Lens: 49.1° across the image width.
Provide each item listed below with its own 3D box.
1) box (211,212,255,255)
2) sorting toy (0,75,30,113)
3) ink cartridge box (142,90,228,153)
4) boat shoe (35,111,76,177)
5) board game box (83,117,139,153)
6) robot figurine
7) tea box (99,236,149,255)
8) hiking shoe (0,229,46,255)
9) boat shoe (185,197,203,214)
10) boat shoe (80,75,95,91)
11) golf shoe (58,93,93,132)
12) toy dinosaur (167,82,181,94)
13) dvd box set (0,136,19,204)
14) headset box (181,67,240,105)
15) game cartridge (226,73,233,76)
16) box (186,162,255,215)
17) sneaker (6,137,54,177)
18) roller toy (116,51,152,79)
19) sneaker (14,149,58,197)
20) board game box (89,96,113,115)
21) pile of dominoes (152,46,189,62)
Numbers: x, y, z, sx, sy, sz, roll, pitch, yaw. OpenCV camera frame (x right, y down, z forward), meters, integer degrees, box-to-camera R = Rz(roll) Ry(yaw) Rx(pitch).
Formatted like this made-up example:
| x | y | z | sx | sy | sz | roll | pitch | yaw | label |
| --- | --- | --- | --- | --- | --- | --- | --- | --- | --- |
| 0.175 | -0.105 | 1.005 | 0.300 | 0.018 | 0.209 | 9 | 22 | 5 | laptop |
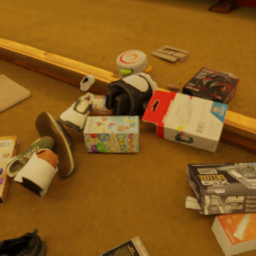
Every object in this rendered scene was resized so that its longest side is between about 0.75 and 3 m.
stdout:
| x | y | z | sx | sy | sz | roll | pitch | yaw | label |
| --- | --- | --- | --- | --- | --- | --- | --- | --- | --- |
| 3.342 | 2.986 | 8.123 | 1.467 | 0.715 | 0.913 | -10 | 42 | -11 | box |
| -6.278 | -1.599 | 13.596 | 2.314 | 0.422 | 2.142 | 32 | 50 | 25 | sorting toy |
| 2.262 | -0.341 | 11.330 | 2.999 | 1.009 | 1.743 | 16 | 62 | 17 | ink cartridge box |
| -2.575 | 0.553 | 10.636 | 0.958 | 1.082 | 2.956 | 17 | 36 | -53 | boat shoe |
| -0.597 | 0.257 | 10.796 | 1.986 | 1.023 | 1.041 | 0 | 40 | 4 | board game box |
| 0.171 | -1.496 | 12.408 | 2.585 | 1.613 | 1.942 | -30 | 91 | -39 | robot figurine |
| -0.076 | 3.915 | 6.755 | 1.673 | 1.136 | 1.700 | -19 | 45 | -20 | tea box |
| -3.428 | 3.456 | 7.173 | 2.527 | 1.272 | 0.957 | -29 | 49 | -29 | hiking shoe |
| 2.360 | 2.544 | 8.850 | 1.167 | 0.429 | 0.390 | 16 | 66 | 6 | boat shoe |
| -2.120 | -2.442 | 14.440 | 0.494 | 0.470 | 1.371 | 15 | 44 | 16 | boat shoe |
| -2.004 | -0.697 | 11.175 | 1.020 | 1.164 | 2.642 | 29 | 17 | -9 | golf shoe |
| 2.285 | -1.996 | 14.029 | 0.923 | 0.396 | 0.626 | 13 | 49 | 22 | toy dinosaur |
| -5.262 | 1.486 | 10.043 | 2.120 | 0.426 | 2.897 | -5 | 42 | -6 | dvd box set |
| 3.973 | -1.859 | 13.390 | 1.938 | 0.978 | 2.607 | 25 | 47 | 26 | headset box |
| 5.184 | -2.743 | 15.015 | 0.938 | 0.192 | 0.625 | 4 | 38 | 5 | game cartridge |
| 3.403 | 1.827 | 8.888 | 2.682 | 0.667 | 2.115 | -2 | 17 | -1 | box |
| -3.330 | 1.042 | 9.484 | 1.845 | 0.619 | 0.828 | -33 | 22 | 0 | sneaker |
| 0.249 | -3.209 | 14.749 | 1.721 | 1.203 | 1.570 | -23 | 45 | -10 | roller toy |
| -2.687 | 1.369 | 8.627 | 1.042 | 2.863 | 1.212 | 37 | 62 | -15 | sneaker |
| -1.406 | -1.068 | 12.991 | 1.431 | 0.331 | 1.084 | 2 | 42 | 2 | board game box |
| 2.517 | -4.382 | 16.909 | 1.600 | 0.327 | 2.053 | -31 | 42 | -30 | pile of dominoes |
